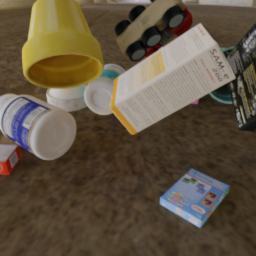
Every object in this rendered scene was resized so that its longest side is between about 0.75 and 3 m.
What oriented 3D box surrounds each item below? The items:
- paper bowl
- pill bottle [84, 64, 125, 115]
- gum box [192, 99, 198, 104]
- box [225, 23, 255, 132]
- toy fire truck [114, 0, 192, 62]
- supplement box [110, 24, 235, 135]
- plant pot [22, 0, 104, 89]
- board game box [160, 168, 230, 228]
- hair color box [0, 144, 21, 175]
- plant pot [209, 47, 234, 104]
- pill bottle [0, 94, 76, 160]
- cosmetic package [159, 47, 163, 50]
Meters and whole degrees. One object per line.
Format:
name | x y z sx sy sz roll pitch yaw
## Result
paper bowl | -2.591 -1.532 12.231 1.893 0.984 1.893 1 31 -1
pill bottle | -0.829 -1.813 12.157 1.532 1.532 2.766 5 30 8
gum box | 2.263 -1.868 12.557 2.128 1.208 0.704 10 32 16
box | 3.746 -1.389 7.587 1.058 2.012 2.457 4 63 -14
toy fire truck | 1.357 -3.191 10.183 2.849 2.507 1.833 7 51 -56
supplement box | 0.987 -1.230 7.065 2.786 1.024 1.756 -29 28 20
plant pot | -2.401 -3.093 10.034 2.734 2.734 2.573 -7 75 -12
board game box | 1.747 1.747 7.289 1.166 0.282 1.542 24 38 35
hair color box | -4.291 0.910 8.480 1.726 0.529 0.876 4 31 5
plant pot | 4.540 -2.657 13.001 2.461 2.461 2.410 1 23 2
pill bottle | -3.205 -0.180 9.238 2.741 1.641 1.641 23 37 33
cosmetic package | 2.454 -3.001 14.025 1.678 1.677 2.034 -8 32 -14
